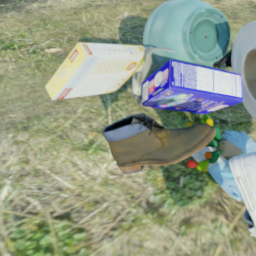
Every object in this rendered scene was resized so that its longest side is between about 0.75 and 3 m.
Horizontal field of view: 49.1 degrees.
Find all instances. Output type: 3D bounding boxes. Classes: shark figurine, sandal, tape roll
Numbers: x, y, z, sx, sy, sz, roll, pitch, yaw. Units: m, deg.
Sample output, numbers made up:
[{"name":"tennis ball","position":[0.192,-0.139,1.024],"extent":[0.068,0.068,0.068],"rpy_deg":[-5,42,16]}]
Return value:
[{"name":"shark figurine","position":[0.727,-2.017,8.987],"extent":[1.042,2.497,1.492],"rpy_deg":[0,61,-12]},{"name":"sandal","position":[3.652,-2.466,9.721],"extent":[0.457,0.718,1.909],"rpy_deg":[47,47,3]},{"name":"tape roll","position":[3.743,-1.451,7.568],"extent":[0.535,2.928,2.928],"rpy_deg":[-16,44,-3]}]

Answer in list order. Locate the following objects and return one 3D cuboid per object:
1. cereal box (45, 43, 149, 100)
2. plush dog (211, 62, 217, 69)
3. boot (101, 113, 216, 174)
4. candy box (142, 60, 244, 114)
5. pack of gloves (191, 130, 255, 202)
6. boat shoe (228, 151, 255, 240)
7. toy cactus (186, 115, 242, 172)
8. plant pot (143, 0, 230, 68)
[{"name":"cereal box","position":[-0.805,-1.581,7.875],"extent":[2.559,1.841,0.506],"rpy_deg":[-15,72,-49]},{"name":"plush dog","position":[3.295,-3.257,13.534],"extent":[2.402,1.927,2.063],"rpy_deg":[6,19,7]},{"name":"boot","position":[0.559,0.167,6.009],"extent":[2.389,1.158,0.893],"rpy_deg":[-23,24,23]},{"name":"candy box","position":[1.900,-1.140,8.620],"extent":[2.405,2.034,0.926],"rpy_deg":[8,78,-18]},{"name":"pack of gloves","position":[3.797,1.039,9.438],"extent":[2.458,0.577,2.925],"rpy_deg":[-20,46,-20]},{"name":"boat shoe","position":[2.686,1.733,5.282],"extent":[0.963,2.931,1.055],"rpy_deg":[-14,24,34]},{"name":"toy cactus","position":[2.865,0.655,9.614],"extent":[1.972,1.222,2.390],"rpy_deg":[20,40,-1]},{"name":"plant pot","position":[2.251,-3.094,9.739],"extent":[2.893,2.893,1.938],"rpy_deg":[-18,18,-19]}]
